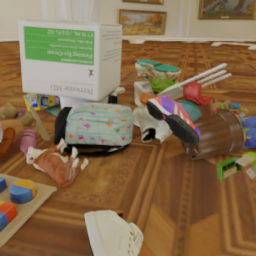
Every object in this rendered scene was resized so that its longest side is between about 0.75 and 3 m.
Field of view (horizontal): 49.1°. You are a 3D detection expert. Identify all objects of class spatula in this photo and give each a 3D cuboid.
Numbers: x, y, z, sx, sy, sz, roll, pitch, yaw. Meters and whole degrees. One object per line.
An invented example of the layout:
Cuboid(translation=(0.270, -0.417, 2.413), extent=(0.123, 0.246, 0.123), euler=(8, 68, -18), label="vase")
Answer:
Cuboid(translation=(2.406, -1.547, 10.163), extent=(2.565, 0.206, 1.783), euler=(-21, -15, 22), label="spatula")

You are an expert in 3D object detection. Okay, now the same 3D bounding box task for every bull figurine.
Cuboid(translation=(-1.922, 0.862, 7.443), extent=(1.777, 0.579, 1.079), euler=(31, 70, 32), label="bull figurine")

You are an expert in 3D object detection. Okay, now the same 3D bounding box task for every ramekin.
Cuboid(translation=(-1.599, -0.988, 11.203), extent=(2.274, 1.193, 2.274), euler=(3, 26, -1), label="ramekin")

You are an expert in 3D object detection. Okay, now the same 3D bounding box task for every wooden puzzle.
Cuboid(translation=(-2.926, 1.586, 6.182), extent=(1.894, 0.473, 2.045), euler=(8, 24, 20), label="wooden puzzle")

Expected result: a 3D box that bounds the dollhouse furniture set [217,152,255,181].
Cuboid(translation=(2.724, 1.086, 6.008), extent=(0.628, 0.813, 1.627), euler=(-21, 24, -22), label="dollhouse furniture set")

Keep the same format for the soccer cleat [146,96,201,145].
Cuboid(translation=(1.387, -0.328, 7.920), extent=(0.797, 0.743, 2.179), euler=(-27, 41, -18), label="soccer cleat")

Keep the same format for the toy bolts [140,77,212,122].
Cuboid(translation=(1.875, -0.615, 10.813), extent=(2.486, 1.805, 2.603), euler=(34, -9, -33), label="toy bolts")

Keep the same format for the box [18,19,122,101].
Cuboid(translation=(-1.877, -2.508, 9.923), extent=(2.787, 2.399, 2.800), euler=(8, 21, 11), label="box")

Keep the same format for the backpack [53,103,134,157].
Cuboid(translation=(-0.996, -0.042, 8.756), extent=(2.355, 1.491, 1.965), euler=(3, 20, -3), label="backpack")

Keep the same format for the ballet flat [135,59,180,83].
Cuboid(translation=(1.323, -2.409, 12.506), extent=(1.116, 0.943, 2.951), euler=(-15, 27, -23), label="ballet flat")

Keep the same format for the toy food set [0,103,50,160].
Cuboid(translation=(-3.627, 0.115, 8.314), extent=(0.457, 1.843, 2.899), euler=(-32, -4, 37), label="toy food set")

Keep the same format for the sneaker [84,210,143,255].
Cuboid(translation=(-0.111, 2.053, 4.593), extent=(0.970, 0.834, 2.291), euler=(-8, 23, -13), label="sneaker")

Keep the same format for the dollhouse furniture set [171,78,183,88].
Cuboid(translation=(2.701, -2.209, 13.832), extent=(1.776, 0.891, 1.163), euler=(17, 42, 13), label="dollhouse furniture set")

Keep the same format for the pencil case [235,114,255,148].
Cuboid(translation=(4.513, 0.020, 8.914), extent=(2.883, 1.252, 1.125), euler=(-5, 64, -7), label="pencil case")

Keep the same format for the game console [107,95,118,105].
Cuboid(translation=(-0.551, -0.567, 9.922), extent=(0.699, 1.185, 0.143), euler=(4, 21, -13), label="game console")

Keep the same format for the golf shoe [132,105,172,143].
Cuboid(translation=(0.648, -0.092, 9.599), extent=(1.196, 0.963, 2.459), euler=(-52, 24, -17), label="golf shoe")

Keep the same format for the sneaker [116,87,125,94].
Cuboid(translation=(-0.571, -1.895, 13.455), extent=(0.400, 0.555, 1.056), euler=(12, -17, -43), label="sneaker")

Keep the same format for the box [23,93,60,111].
Cuboid(translation=(-3.476, -1.347, 12.482), extent=(0.772, 0.708, 2.203), euler=(-4, 15, 30), label="box")

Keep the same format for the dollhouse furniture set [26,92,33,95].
Cuboid(translation=(-4.310, -2.235, 13.797), extent=(0.982, 1.387, 1.510), euler=(-10, 41, 18), label="dollhouse furniture set")

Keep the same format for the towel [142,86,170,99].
Cuboid(translation=(1.821, -1.955, 14.929), extent=(1.919, 0.316, 2.651), euler=(-14, 28, -34), label="towel")

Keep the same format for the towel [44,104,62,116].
Cuboid(translation=(-2.848, -0.770, 12.176), extent=(1.050, 0.155, 1.431), euler=(-22, 31, -39), label="towel")

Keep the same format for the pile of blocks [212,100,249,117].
Cuboid(translation=(4.253, -0.777, 11.630), extent=(1.458, 0.599, 0.453), euler=(7, 24, 15), label="pile of blocks")

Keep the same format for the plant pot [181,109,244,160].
Cuboid(translation=(2.391, 0.266, 8.306), extent=(1.390, 1.404, 1.404), euler=(-14, 26, -15), label="plant pot")

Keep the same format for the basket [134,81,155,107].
Cuboid(translation=(0.986, -1.424, 12.614), extent=(1.122, 1.021, 1.655), euler=(-6, 24, -14), label="basket")

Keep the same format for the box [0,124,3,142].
Cuboid(translation=(-4.932, 0.356, 8.606), extent=(1.733, 0.845, 1.078), euler=(0, 23, -2), label="box")
